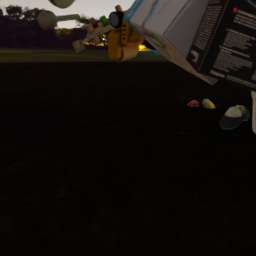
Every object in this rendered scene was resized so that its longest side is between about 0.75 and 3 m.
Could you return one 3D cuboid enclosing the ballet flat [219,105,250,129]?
[{"bbox_3d":[2.986,-0.363,7.838,0.557,0.557,1.524,14,21,40],"label":"ballet flat"}]

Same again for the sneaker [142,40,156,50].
[{"bbox_3d":[1.741,-3.625,9.972,2.542,1.362,0.849,-4,-13,11],"label":"sneaker"}]

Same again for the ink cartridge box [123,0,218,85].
[{"bbox_3d":[1.181,-2.120,5.454,1.521,1.514,2.073,33,12,-31],"label":"ink cartridge box"}]

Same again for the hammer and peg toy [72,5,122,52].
[{"bbox_3d":[-1.104,-3.847,10.751,2.280,0.804,1.677,-20,31,13],"label":"hammer and peg toy"}]

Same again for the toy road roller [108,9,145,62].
[{"bbox_3d":[0.145,-2.889,8.848,1.270,1.739,1.069,31,43,33],"label":"toy road roller"}]

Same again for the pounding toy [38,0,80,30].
[{"bbox_3d":[-1.553,-2.990,5.620,0.800,1.724,1.330,21,39,11],"label":"pounding toy"}]

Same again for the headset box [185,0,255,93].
[{"bbox_3d":[2.394,-1.885,3.729,2.201,2.961,1.111,16,23,-6],"label":"headset box"}]

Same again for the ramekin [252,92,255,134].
[{"bbox_3d":[4.054,-0.301,6.570,2.232,1.088,2.232,-1,16,0],"label":"ramekin"}]

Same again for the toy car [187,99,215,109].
[{"bbox_3d":[2.798,-0.924,10.332,0.996,0.222,0.938,11,19,32],"label":"toy car"}]
